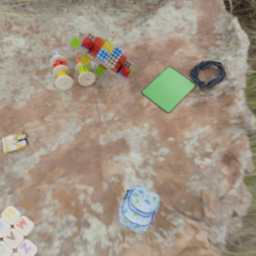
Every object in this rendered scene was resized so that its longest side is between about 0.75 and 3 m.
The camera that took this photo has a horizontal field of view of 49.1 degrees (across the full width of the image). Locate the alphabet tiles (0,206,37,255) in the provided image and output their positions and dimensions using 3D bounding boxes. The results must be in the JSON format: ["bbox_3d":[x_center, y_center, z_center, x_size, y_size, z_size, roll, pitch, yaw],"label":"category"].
[{"bbox_3d":[-4.412,3.962,9.398,2.448,0.183,2.503,33,69,15],"label":"alphabet tiles"}]

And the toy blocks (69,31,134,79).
[{"bbox_3d":[-0.866,-2.881,11.209,2.908,1.988,1.453,32,90,-18],"label":"toy blocks"}]

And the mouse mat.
[{"bbox_3d":[1.774,-1.706,12.256,1.607,0.075,1.997,40,69,18],"label":"mouse mat"}]

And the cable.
[{"bbox_3d":[3.551,-2.421,12.468,1.642,0.417,1.339,-38,65,-14],"label":"cable"}]

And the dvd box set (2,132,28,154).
[{"bbox_3d":[-4.469,0.577,11.087,0.917,0.135,0.671,-16,64,-8],"label":"dvd box set"}]

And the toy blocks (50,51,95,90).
[{"bbox_3d":[-2.498,-2.716,12.354,1.731,0.754,2.076,-13,53,-12],"label":"toy blocks"}]

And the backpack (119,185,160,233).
[{"bbox_3d":[0.350,2.620,9.168,1.204,0.967,1.316,27,46,4],"label":"backpack"}]
